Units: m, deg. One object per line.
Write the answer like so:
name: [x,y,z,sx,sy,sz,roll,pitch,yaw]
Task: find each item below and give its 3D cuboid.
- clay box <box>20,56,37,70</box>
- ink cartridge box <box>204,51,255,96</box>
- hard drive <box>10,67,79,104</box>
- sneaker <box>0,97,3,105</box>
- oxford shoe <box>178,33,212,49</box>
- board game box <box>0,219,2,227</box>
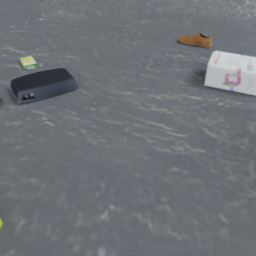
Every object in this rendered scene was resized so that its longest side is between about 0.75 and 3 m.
clay box: [-4.446,-2.909,12.467,0.522,0.216,0.908,-18,41,-23]
ink cartridge box: [4.216,-2.163,10.905,2.163,0.915,1.563,16,40,18]
hard drive: [-3.200,-1.681,10.628,2.283,0.483,1.540,-19,41,-24]
sneaker: [-5.268,-1.013,9.517,1.828,0.809,0.677,-4,36,-7]
oxford shoe: [3.434,-4.569,14.329,1.775,0.632,0.633,17,42,23]
board game box: [-3.086,2.340,5.495,0.667,0.313,1.313,1,37,2]
